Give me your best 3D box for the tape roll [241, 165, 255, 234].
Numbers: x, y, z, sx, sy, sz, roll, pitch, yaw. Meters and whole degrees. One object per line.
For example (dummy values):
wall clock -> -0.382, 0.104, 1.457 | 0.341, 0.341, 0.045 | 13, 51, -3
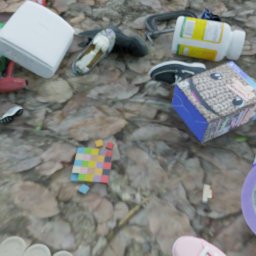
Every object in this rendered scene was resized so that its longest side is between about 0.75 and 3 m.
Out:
tape roll -> 3.876, 1.745, 6.659 | 0.917, 2.158, 2.158 | 22, 49, -26

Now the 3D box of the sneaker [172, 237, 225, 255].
sneaker -> 2.196, 3.254, 6.131 | 2.643, 1.382, 0.995 | 36, 63, 25

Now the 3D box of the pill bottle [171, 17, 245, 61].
pill bottle -> 3.112, -3.439, 11.029 | 2.570, 1.449, 1.449 | 12, 54, 9

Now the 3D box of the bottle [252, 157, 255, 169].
bottle -> 4.206, 0.835, 8.475 | 0.566, 0.443, 1.356 | 31, 58, 6

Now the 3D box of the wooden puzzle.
wooden puzzle -> -1.078, 1.118, 8.472 | 1.113, 0.132, 1.877 | 4, 54, 3

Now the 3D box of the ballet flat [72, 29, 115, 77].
ballet flat -> -1.240, -2.829, 10.486 | 0.814, 0.814, 2.262 | 38, 85, 25

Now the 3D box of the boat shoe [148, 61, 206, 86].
boat shoe -> 1.874, -1.835, 9.975 | 2.390, 0.904, 0.721 | -8, 67, -21

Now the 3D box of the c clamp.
c clamp -> 1.947, -4.514, 12.509 | 2.842, 0.385, 2.428 | -17, 48, -9

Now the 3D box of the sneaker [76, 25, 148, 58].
sneaker -> -0.695, -3.359, 11.391 | 1.522, 0.876, 2.918 | -36, 57, -23

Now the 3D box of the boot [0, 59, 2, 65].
boot -> -5.633, -1.301, 9.520 | 2.491, 0.906, 2.646 | -11, 53, 9

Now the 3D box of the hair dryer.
hair dryer -> -4.405, -1.983, 10.260 | 1.964, 0.534, 1.496 | 37, 90, 20

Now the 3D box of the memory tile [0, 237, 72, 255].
memory tile -> -2.099, 3.805, 6.426 | 2.691, 0.226, 2.063 | 12, 55, 8

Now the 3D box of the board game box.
board game box -> 2.965, -0.887, 9.328 | 2.343, 1.135, 1.868 | -23, 57, -15

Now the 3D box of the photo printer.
photo printer -> -3.465, -3.544, 10.897 | 2.327, 0.971, 2.797 | 30, 52, -18

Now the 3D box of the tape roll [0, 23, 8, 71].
tape roll -> -5.664, -3.310, 11.463 | 2.534, 0.609, 2.534 | 0, 53, 0

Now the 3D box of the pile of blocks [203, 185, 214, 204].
pile of blocks -> 2.156, 1.837, 7.504 | 0.279, 0.369, 0.899 | 4, 11, 17

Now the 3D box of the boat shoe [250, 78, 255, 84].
boat shoe -> 4.714, -1.381, 10.090 | 0.433, 0.518, 1.450 | -39, 58, -19

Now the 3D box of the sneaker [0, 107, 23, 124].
sneaker -> -4.012, -0.435, 9.550 | 0.342, 0.319, 0.862 | 28, 51, 30

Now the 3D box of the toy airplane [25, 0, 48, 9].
toy airplane -> -4.214, -6.386, 13.473 | 1.489, 1.055, 1.495 | 29, 58, 20

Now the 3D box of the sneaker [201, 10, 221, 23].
sneaker -> 3.744, -4.783, 12.453 | 0.697, 0.774, 1.988 | -5, 54, -3
